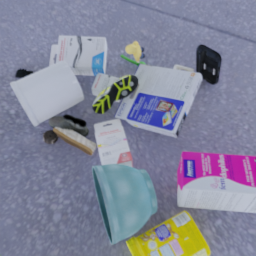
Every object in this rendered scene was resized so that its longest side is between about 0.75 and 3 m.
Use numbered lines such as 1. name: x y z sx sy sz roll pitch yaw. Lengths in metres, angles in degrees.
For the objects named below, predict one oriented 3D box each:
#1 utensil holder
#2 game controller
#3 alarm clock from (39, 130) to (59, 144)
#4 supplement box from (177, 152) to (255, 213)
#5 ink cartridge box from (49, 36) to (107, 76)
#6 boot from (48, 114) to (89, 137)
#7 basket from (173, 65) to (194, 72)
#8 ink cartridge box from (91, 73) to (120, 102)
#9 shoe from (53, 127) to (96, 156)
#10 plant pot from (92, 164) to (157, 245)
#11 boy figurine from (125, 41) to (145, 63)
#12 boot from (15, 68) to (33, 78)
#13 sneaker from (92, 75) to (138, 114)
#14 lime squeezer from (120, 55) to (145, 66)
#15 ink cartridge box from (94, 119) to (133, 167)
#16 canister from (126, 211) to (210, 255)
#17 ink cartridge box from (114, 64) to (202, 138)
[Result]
1. utensil holder: -3.206 -1.425 11.253 2.269 1.928 1.928 -30 69 -14
2. game controller: 3.318 -2.567 11.629 1.106 2.120 0.446 29 76 23
3. alarm clock: -3.200 0.321 11.264 0.867 0.289 0.585 21 47 12
4. supplement box: 3.153 1.842 9.449 2.849 1.472 1.442 2 51 4
5. ink cartridge box: -2.306 -3.208 12.466 2.600 0.882 1.508 2 77 2
6. boot: -2.403 -0.263 11.110 1.800 1.176 0.610 17 68 7
7. basket: 2.214 -1.891 12.035 0.893 0.813 1.318 16 67 4
8. ink cartridge box: -0.844 -1.756 12.134 1.249 0.525 0.912 17 69 7
9. shoe: -2.085 0.431 11.001 1.840 0.643 0.491 30 68 3
10. plant pot: -0.071 2.287 9.246 1.699 2.535 2.535 -14 66 -13
11. boy figurine: 0.327 -3.216 11.863 0.466 1.447 0.900 -7 96 22
12. boot: -4.690 -2.286 12.515 0.687 0.310 0.838 8 59 1
13. sneaker: -0.577 -1.475 11.201 2.179 0.821 0.832 -33 32 12
14. lime squeezer: 0.481 -2.445 12.483 0.872 0.466 2.470 -18 70 -13
15. ink cartridge box: -0.608 0.675 10.882 1.145 0.663 1.965 -13 57 -5
16. canister: 1.325 4.011 9.298 2.295 0.993 1.705 -25 68 -12
17. ink cartridge box: 1.164 -1.160 11.106 2.712 0.637 2.680 16 73 33
